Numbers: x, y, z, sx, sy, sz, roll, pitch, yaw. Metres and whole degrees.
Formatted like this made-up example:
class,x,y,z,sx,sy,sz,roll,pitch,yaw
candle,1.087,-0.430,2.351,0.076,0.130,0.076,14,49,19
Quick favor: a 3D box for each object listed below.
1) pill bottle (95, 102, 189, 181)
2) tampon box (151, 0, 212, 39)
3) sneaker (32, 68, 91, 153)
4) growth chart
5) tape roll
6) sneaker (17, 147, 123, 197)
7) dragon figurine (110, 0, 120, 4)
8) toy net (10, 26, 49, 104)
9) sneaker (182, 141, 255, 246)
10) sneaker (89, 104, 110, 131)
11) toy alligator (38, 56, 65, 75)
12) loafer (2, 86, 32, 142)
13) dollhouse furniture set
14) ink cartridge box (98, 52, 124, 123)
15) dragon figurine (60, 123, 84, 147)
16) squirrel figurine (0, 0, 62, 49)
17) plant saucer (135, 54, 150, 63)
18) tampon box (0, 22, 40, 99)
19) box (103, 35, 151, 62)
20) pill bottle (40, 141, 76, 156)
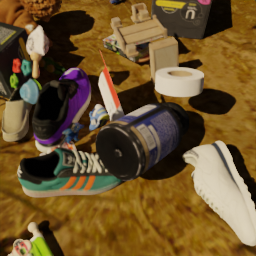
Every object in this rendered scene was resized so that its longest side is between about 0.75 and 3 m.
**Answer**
class,x,y,z,sx,sy,sz,roll,pitch,yaw
pill bottle,0.455,0.165,6.469,1.273,1.273,2.277,36,40,24
tampon box,1.961,-4.804,10.342,1.954,1.646,2.608,8,53,6
sneaker,-1.713,-0.834,7.405,0.984,1.408,2.831,9,54,7
growth chart,-2.355,3.411,4.895,2.950,0.262,2.135,-36,61,-24
tape roll,1.197,-1.091,6.548,1.125,0.393,1.125,0,26,0
sneaker,-1.162,0.934,6.284,2.519,1.006,0.899,-8,52,-11
dragon figurine,-0.291,-6.032,11.913,1.121,0.664,2.255,34,60,24
toy net,-2.433,-1.648,7.121,0.414,2.144,1.125,-11,52,-46
sneaker,2.002,1.407,6.125,0.980,0.930,2.434,-14,46,-1
sneaker,-0.700,-0.224,6.408,0.344,0.930,0.383,-25,79,-31
toy alligator,-2.320,-1.875,8.908,1.433,0.344,0.475,32,38,13
loafer,-3.054,-0.431,7.601,0.684,0.617,1.808,-5,50,0
dollhouse furniture set,0.407,-2.756,9.121,1.467,1.253,2.830,-18,49,-5
ink cartridge box,-0.494,-0.847,7.181,0.507,1.778,1.445,-23,55,3
dragon figurine,-1.423,0.180,6.755,0.825,0.410,0.243,-30,37,-28
squirrel figurine,-3.429,-3.723,9.174,2.441,1.851,2.615,41,88,19
plant saucer,0.432,-2.463,9.382,0.967,0.181,0.967,-6,44,5
tampon box,-4.059,-2.110,8.241,2.216,1.660,1.399,20,56,14
box,-0.020,-2.791,9.465,0.892,0.281,1.620,-36,50,-24
pill bottle,-1.688,0.674,6.865,0.838,0.459,0.459,-20,55,-16
